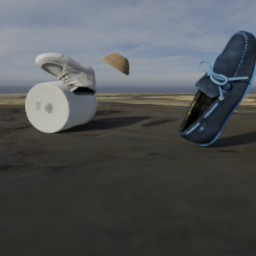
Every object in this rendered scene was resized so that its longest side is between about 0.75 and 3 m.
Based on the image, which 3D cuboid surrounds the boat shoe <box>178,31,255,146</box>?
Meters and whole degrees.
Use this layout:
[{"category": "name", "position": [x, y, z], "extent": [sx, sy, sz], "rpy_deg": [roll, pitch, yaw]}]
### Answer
[{"category": "boat shoe", "position": [1.976, -0.804, 6.285], "extent": [0.949, 2.764, 1.163], "rpy_deg": [10, 19, -20]}]

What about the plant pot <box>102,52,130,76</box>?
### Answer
[{"category": "plant pot", "position": [-0.301, -2.066, 8.777], "extent": [0.960, 0.443, 0.960], "rpy_deg": [30, 12, -7]}]

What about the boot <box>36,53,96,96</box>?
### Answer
[{"category": "boot", "position": [-1.757, -1.530, 8.367], "extent": [1.952, 0.933, 0.718], "rpy_deg": [8, -32, -40]}]

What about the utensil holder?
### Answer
[{"category": "utensil holder", "position": [-2.308, -0.809, 9.955], "extent": [1.767, 1.767, 2.080], "rpy_deg": [3, 12, 16]}]
